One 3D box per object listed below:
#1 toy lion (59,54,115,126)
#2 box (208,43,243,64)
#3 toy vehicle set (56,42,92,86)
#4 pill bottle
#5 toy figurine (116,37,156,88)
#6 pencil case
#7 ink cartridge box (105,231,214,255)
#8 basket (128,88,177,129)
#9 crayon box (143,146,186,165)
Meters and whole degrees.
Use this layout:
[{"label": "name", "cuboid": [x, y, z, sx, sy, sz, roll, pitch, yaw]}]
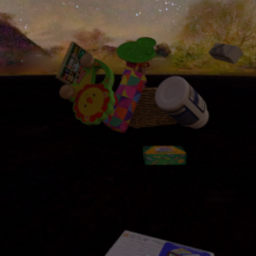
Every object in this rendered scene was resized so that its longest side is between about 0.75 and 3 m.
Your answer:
[{"label": "toy lion", "cuboid": [-1.052, -1.061, 8.368, 1.751, 1.827, 0.627, 35, 3, 26]}, {"label": "box", "cuboid": [2.966, -2.292, 8.570, 0.362, 0.435, 1.058, 36, 5, -28]}, {"label": "toy vehicle set", "cuboid": [-2.096, -2.421, 10.989, 0.990, 1.594, 0.211, 29, -15, -39]}, {"label": "pill bottle", "cuboid": [1.944, -0.751, 9.626, 1.189, 1.189, 2.142, 13, -13, 42]}, {"label": "toy figurine", "cuboid": [0.365, -2.288, 10.699, 1.407, 1.725, 1.874, 23, 49, 18]}, {"label": "pencil case", "cuboid": [-0.120, -0.920, 9.522, 0.950, 2.149, 0.950, 22, -8, 3]}, {"label": "ink cartridge box", "cuboid": [0.243, 1.690, 3.118, 1.218, 0.267, 1.229, 6, 13, 24]}, {"label": "basket", "cuboid": [0.804, -0.925, 11.169, 2.052, 1.529, 1.465, -8, 16, -25]}, {"label": "crayon box", "cuboid": [0.906, 0.696, 7.110, 1.026, 0.299, 0.609, 0, 14, 0]}]
